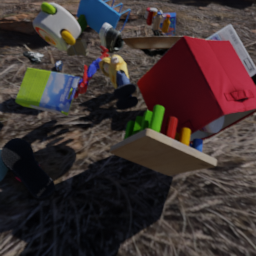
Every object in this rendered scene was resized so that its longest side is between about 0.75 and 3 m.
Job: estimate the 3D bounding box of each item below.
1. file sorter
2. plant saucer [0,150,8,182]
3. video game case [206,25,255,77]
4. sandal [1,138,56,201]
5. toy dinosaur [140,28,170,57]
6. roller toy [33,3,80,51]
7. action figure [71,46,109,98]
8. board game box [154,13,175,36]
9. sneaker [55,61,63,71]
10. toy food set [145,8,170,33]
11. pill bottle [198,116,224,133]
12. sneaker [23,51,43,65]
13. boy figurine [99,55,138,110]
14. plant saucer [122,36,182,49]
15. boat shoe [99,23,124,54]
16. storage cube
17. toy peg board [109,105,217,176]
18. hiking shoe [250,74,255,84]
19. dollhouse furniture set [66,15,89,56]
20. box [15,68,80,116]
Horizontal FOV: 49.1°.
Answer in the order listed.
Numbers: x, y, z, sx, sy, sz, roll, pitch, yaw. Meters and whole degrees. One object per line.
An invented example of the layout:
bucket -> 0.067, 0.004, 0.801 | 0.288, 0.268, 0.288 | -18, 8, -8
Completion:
file sorter -> -1.116, -5.313, 12.885 | 2.006, 1.392, 1.231 | 38, 48, 5
plant saucer -> -5.610, 1.357, 9.639 | 2.776, 0.499, 2.776 | 0, 37, 0
video game case -> 3.304, -2.290, 9.659 | 1.768, 1.943, 0.230 | -34, 6, -9
sandal -> -3.445, 1.444, 9.557 | 1.049, 0.629, 2.792 | -31, 61, -26
toy dinosaur -> 1.483, -3.489, 12.031 | 1.471, 1.107, 2.168 | -3, 45, -44
roller toy -> -2.775, -3.826, 10.870 | 1.220, 1.746, 1.593 | -54, 16, -8
action figure -> -1.349, -1.865, 9.630 | 0.518, 0.655, 2.003 | 28, 78, 0
board game box -> 1.721, -4.737, 13.090 | 0.963, 1.266, 0.285 | -1, 61, 9
sneaker -> -4.056, -3.555, 16.275 | 0.388, 0.381, 1.008 | -13, 32, 5
toy food set -> 1.080, -4.283, 10.643 | 0.700, 0.659, 1.465 | -4, 51, -14
pill bottle -> 1.922, -0.329, 8.034 | 0.810, 0.810, 1.442 | -30, 26, -34
sneaker -> -3.116, -2.264, 9.166 | 0.312, 0.425, 0.939 | 21, 15, 10
boy figurine -> -0.337, -1.536, 8.260 | 0.724, 1.397, 2.247 | -18, 44, -7
plant saucer -> 0.839, -2.846, 9.409 | 2.062, 0.377, 2.062 | -2, 15, 1
boat shoe -> -0.560, -3.230, 10.753 | 0.766, 0.779, 2.161 | 35, 4, 6
storage cube -> 2.024, -0.979, 8.241 | 2.225, 2.603, 2.340 | -10, 72, -38
toy peg board -> 0.875, 0.354, 7.137 | 1.976, 1.984, 0.970 | 23, 66, -20
hiking shoe -> 6.162, -2.887, 14.979 | 2.072, 0.785, 1.043 | -1, 41, 1
dollhouse furniture set -> -2.463, -4.297, 13.128 | 1.119, 1.708, 0.857 | 7, 51, 18
box -> -2.746, -1.268, 9.831 | 2.241, 0.534, 1.366 | 13, 80, 20
